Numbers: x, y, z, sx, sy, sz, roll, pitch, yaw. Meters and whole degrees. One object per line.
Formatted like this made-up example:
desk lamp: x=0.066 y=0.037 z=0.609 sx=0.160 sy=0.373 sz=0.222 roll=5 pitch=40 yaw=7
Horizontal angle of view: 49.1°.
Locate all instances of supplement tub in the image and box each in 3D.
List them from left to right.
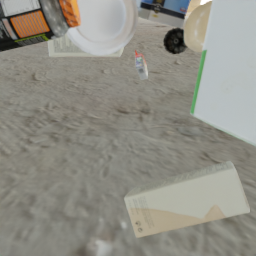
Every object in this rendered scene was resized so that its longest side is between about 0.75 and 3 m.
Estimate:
supplement tub: x=-1.994 y=-2.208 z=5.322 sx=2.005 sy=1.229 sz=1.229 roll=-12 pitch=26 yaw=2

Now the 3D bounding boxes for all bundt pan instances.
bundt pan: x=1.553 y=-2.733 z=8.916 sx=0.836 sy=0.836 sz=0.314 roll=10 pitch=8 yaw=20

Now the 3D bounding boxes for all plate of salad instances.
plate of salad: x=-0.783 y=-3.099 z=7.757 sx=2.113 sy=2.113 sz=0.507 roll=1 pitch=15 yaw=2

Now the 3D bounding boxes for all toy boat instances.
toy boat: x=1.956 y=-2.081 z=6.696 sx=1.423 sy=1.693 sz=0.787 roll=-36 pitch=23 yaw=-16

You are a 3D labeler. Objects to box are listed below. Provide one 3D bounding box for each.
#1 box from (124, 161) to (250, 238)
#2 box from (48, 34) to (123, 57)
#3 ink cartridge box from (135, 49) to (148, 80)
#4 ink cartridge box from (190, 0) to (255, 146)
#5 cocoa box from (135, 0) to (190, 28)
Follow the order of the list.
box: x=0.643 y=0.786 z=3.142 sx=1.218 sy=0.474 sz=0.579 roll=-19 pitch=-5 yaw=17
box: x=-1.341 y=-3.129 z=9.061 sx=2.305 sy=1.474 sz=1.256 roll=2 pitch=25 yaw=3
ink cartridge box: x=0.361 y=-1.752 z=7.608 sx=0.203 sy=0.440 sz=0.807 roll=-13 pitch=52 yaw=15
ink cartridge box: x=2.213 y=-1.429 z=4.048 sx=1.175 sy=2.074 sz=2.829 roll=28 pitch=49 yaw=27
cocoa box: x=1.001 y=-3.893 z=8.827 sx=1.575 sy=1.034 sz=1.050 roll=-5 pitch=30 yaw=-39
